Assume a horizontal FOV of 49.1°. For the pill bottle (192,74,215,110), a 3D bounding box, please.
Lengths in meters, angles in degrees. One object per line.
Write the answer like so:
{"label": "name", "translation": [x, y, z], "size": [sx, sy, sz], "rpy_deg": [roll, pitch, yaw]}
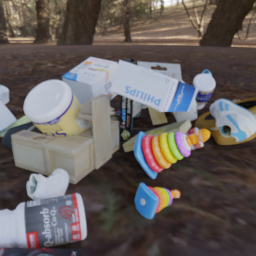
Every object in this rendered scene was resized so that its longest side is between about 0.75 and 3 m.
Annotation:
{"label": "pill bottle", "translation": [3.208, -1.557, 12.455], "size": [0.929, 1.606, 0.929], "rpy_deg": [0, 61, 0]}

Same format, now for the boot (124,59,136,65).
{"label": "boot", "translation": [0.346, -3.203, 16.405], "size": [1.087, 1.941, 2.807], "rpy_deg": [3, 21, 8]}

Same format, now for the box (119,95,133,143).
{"label": "box", "translation": [-0.043, -0.535, 9.747], "size": [0.404, 1.758, 1.397], "rpy_deg": [3, 20, 2]}

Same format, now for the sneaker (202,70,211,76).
{"label": "sneaker", "translation": [5.218, -3.477, 18.645], "size": [0.756, 0.838, 2.046], "rpy_deg": [2, 21, 3]}

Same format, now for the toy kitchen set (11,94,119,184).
{"label": "toy kitchen set", "translation": [-1.695, -0.016, 8.103], "size": [2.161, 1.954, 2.395], "rpy_deg": [10, 23, 24]}

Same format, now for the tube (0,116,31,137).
{"label": "tube", "translation": [-3.752, -0.207, 10.568], "size": [0.665, 0.743, 2.562], "rpy_deg": [34, 33, 10]}

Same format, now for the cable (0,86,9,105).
{"label": "cable", "translation": [-7.040, -1.515, 13.653], "size": [2.295, 0.794, 2.295], "rpy_deg": [-8, 23, -23]}

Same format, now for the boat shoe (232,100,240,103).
{"label": "boat shoe", "translation": [4.636, -0.870, 12.013], "size": [2.084, 0.748, 0.789], "rpy_deg": [12, 24, 29]}

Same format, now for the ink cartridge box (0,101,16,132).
{"label": "ink cartridge box", "translation": [-4.626, -0.397, 9.691], "size": [0.997, 0.980, 1.354], "rpy_deg": [-41, 21, -17]}

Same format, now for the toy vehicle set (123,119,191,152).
{"label": "toy vehicle set", "translation": [0.891, 0.235, 8.593], "size": [1.904, 0.252, 1.183], "rpy_deg": [-18, 6, 29]}

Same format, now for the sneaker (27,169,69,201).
{"label": "sneaker", "translation": [-1.781, 1.183, 6.219], "size": [0.508, 0.797, 1.379], "rpy_deg": [-34, 26, 11]}

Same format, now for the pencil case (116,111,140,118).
{"label": "pencil case", "translation": [-0.012, -0.588, 11.719], "size": [0.977, 0.452, 0.416], "rpy_deg": [-12, 67, -24]}

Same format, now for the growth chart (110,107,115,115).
{"label": "growth chart", "translation": [-1.401, -0.510, 11.836], "size": [1.761, 0.216, 2.433], "rpy_deg": [-2, 21, -6]}

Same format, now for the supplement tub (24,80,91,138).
{"label": "supplement tub", "translation": [-1.944, -0.282, 8.183], "size": [1.402, 1.928, 1.402], "rpy_deg": [-10, 53, 14]}

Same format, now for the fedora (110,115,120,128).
{"label": "fedora", "translation": [-0.603, -0.081, 10.153], "size": [0.932, 0.932, 0.380], "rpy_deg": [-13, 57, -30]}

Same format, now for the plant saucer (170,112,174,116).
{"label": "plant saucer", "translation": [1.912, -1.139, 11.997], "size": [0.210, 1.303, 1.303], "rpy_deg": [-5, 18, 21]}

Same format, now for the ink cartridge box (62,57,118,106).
{"label": "ink cartridge box", "translation": [-1.529, -1.890, 12.156], "size": [1.514, 1.488, 2.057], "rpy_deg": [18, 43, 24]}

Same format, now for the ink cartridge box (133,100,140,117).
{"label": "ink cartridge box", "translation": [0.026, -0.663, 11.197], "size": [0.328, 0.574, 1.105], "rpy_deg": [28, 54, 30]}

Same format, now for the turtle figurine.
{"label": "turtle figurine", "translation": [-1.809, -0.343, 10.255], "size": [2.141, 0.855, 2.655], "rpy_deg": [14, 57, 38]}

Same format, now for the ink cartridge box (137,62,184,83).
{"label": "ink cartridge box", "translation": [1.607, -2.047, 12.753], "size": [1.997, 2.457, 0.701], "rpy_deg": [10, 46, 24]}

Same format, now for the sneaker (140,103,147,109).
{"label": "sneaker", "translation": [1.020, -1.313, 12.762], "size": [0.543, 0.515, 1.348], "rpy_deg": [-4, -20, -39]}

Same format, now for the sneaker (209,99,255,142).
{"label": "sneaker", "translation": [2.660, -0.228, 7.582], "size": [0.762, 0.722, 1.886], "rpy_deg": [-39, 21, 1]}

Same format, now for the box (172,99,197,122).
{"label": "box", "translation": [2.145, -0.758, 10.478], "size": [0.739, 0.615, 1.798], "rpy_deg": [-22, 14, 22]}

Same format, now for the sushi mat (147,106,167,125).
{"label": "sushi mat", "translation": [1.083, -0.652, 10.819], "size": [0.570, 0.072, 1.191], "rpy_deg": [-9, 63, -11]}

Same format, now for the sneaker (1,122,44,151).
{"label": "sneaker", "translation": [-3.023, -0.037, 9.243], "size": [1.203, 0.847, 2.265], "rpy_deg": [13, 38, 40]}

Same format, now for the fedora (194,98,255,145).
{"label": "fedora", "translation": [3.541, -0.152, 9.223], "size": [2.628, 1.072, 2.628], "rpy_deg": [-20, 9, 3]}

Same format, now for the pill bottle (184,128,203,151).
{"label": "pill bottle", "translation": [1.638, 0.438, 8.435], "size": [1.107, 0.606, 0.606], "rpy_deg": [-19, 17, 15]}

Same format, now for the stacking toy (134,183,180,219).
{"label": "stacking toy", "translation": [0.734, 1.539, 6.189], "size": [1.097, 0.602, 0.637], "rpy_deg": [-3, 28, -38]}

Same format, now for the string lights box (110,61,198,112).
{"label": "string lights box", "translation": [0.899, -1.093, 8.110], "size": [1.530, 0.878, 2.978], "rpy_deg": [24, 13, 22]}

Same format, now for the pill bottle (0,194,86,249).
{"label": "pill bottle", "translation": [-1.560, 1.743, 5.107], "size": [1.485, 0.860, 0.860], "rpy_deg": [-7, 22, -16]}

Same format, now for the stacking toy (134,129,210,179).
{"label": "stacking toy", "translation": [1.181, 0.456, 7.110], "size": [1.879, 1.031, 1.091], "rpy_deg": [-23, 30, 24]}

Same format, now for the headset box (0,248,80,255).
{"label": "headset box", "translation": [-1.501, 2.325, 4.005], "size": [1.475, 0.570, 1.098], "rpy_deg": [2, 21, 1]}
